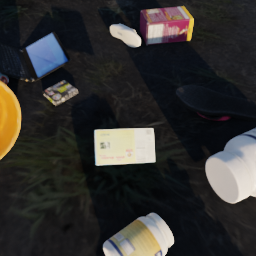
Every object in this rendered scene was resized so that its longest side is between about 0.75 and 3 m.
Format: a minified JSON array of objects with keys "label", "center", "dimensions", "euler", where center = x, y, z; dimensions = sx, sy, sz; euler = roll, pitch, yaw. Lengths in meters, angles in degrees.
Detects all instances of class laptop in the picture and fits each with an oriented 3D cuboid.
[{"label":"laptop","center":[-3.869,-2.914,10.305],"dimensions":[2.647,1.367,2.346],"euler":[11,34,-41]}]

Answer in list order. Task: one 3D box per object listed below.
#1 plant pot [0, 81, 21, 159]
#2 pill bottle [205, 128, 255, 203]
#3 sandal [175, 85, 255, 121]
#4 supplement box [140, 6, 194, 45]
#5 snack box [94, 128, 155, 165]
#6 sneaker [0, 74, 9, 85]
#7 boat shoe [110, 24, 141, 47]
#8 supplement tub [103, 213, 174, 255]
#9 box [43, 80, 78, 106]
[{"label":"plant pot","center":[-4.667,-0.451,7.437],"dimensions":[2.431,2.656,2.656],"euler":[26,52,37]},{"label":"pill bottle","center":[3.296,0.778,6.869],"dimensions":[2.579,1.544,1.544],"euler":[-21,51,-17]},{"label":"sandal","center":[2.836,-0.619,8.886],"dimensions":[2.875,0.648,1.080],"euler":[12,52,-9]},{"label":"supplement box","center":[1.605,-4.371,11.958],"dimensions":[1.975,1.019,1.293],"euler":[-8,48,-7]},{"label":"snack box","center":[-0.077,0.414,6.272],"dimensions":[1.334,0.248,0.775],"euler":[-2,85,-10]},{"label":"sneaker","center":[-4.651,-1.592,9.495],"dimensions":[1.090,0.905,2.282],"euler":[-12,49,-13]},{"label":"boat shoe","center":[0.002,-3.994,11.949],"dimensions":[0.633,0.665,1.847],"euler":[-33,46,-26]},{"label":"supplement tub","center":[0.221,2.424,5.764],"dimensions":[1.263,0.912,0.912],"euler":[-29,53,-23]},{"label":"box","center":[-2.322,-1.215,9.606],"dimensions":[0.934,0.207,0.748],"euler":[-36,57,-28]}]
